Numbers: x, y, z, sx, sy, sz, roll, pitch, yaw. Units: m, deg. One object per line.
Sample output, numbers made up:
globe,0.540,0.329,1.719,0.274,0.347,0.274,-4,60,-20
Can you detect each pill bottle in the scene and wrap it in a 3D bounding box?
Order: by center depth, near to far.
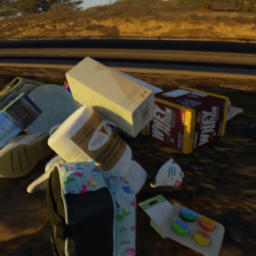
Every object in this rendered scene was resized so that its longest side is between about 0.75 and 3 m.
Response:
pill bottle,-0.726,0.744,7.411,1.428,2.497,1.428,-40,15,13

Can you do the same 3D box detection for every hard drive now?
hard drive,0.132,-2.181,13.993,2.772,0.370,1.828,20,-3,-15

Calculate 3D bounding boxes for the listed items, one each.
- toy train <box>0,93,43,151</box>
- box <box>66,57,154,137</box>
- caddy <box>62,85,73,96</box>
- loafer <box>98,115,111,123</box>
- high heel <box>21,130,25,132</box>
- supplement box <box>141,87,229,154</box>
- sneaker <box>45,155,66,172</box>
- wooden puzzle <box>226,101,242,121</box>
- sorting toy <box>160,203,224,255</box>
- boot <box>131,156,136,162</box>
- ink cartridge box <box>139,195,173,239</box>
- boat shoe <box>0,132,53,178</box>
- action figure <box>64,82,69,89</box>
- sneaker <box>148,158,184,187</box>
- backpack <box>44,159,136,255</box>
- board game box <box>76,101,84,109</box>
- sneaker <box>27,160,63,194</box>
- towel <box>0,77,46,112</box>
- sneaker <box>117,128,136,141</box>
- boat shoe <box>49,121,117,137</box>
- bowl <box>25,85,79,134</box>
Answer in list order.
toy train,-4.295,-0.076,9.807,2.759,1.196,1.576,-45,18,-17
box,-0.469,-0.837,7.294,2.243,1.065,0.872,33,64,24
caddy,-3.401,-1.959,15.820,1.812,0.951,1.281,-17,29,-35
loafer,-0.743,-0.249,11.489,0.712,0.622,1.979,21,26,32
high heel,-4.496,0.083,11.355,2.537,0.906,1.808,-6,32,-12
supplement box,2.252,-0.457,11.377,2.499,1.659,2.465,-19,30,-37
sneaker,-1.852,1.040,9.113,0.961,0.891,2.372,2,15,30
wooden puzzle,3.778,-0.982,13.872,2.939,0.680,2.722,-21,30,-40
sorting toy,1.502,2.272,6.364,1.309,0.239,1.211,25,25,19
boot,-0.553,0.888,9.420,1.348,0.465,1.447,9,16,-24
ink cartridge box,0.850,2.176,6.976,0.760,0.250,1.044,-15,31,-30
boat shoe,-3.584,0.848,9.327,0.960,1.049,2.806,3,15,19
action figure,-3.039,-2.061,14.778,0.483,0.977,0.319,-36,42,19
sneaker,1.135,1.351,7.675,0.710,0.535,1.518,43,25,13
backpack,-0.867,1.731,5.813,1.762,2.078,2.341,-6,15,-25
board game box,-2.981,-0.921,13.572,2.247,0.641,2.295,2,24,12
sneaker,-2.032,1.722,7.731,1.559,1.127,0.593,-35,5,29
towel,-4.462,-0.995,11.264,2.527,0.453,2.625,-34,-8,12
sneaker,-0.073,0.190,11.402,0.754,0.641,1.722,-10,13,2
boat shoe,-1.495,0.362,10.281,2.655,1.004,0.801,-8,37,-28
bowl,-2.980,-0.494,11.318,2.304,2.304,1.240,2,-3,4
